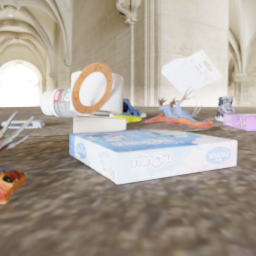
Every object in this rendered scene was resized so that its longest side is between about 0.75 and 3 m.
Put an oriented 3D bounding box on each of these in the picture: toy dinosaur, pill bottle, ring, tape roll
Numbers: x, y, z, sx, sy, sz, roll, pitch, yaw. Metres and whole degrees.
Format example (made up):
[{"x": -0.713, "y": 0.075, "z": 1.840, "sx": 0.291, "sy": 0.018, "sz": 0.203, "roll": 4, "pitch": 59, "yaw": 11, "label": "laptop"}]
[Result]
[{"x": 2.191, "y": -0.394, "z": 11.270, "sx": 1.412, "sy": 2.690, "sz": 2.441, "roll": 14, "pitch": 32, "yaw": -32, "label": "toy dinosaur"}, {"x": -2.233, "y": 0.366, "z": 3.618, "sx": 1.532, "sy": 2.918, "sz": 2.648, "roll": 27, "pitch": 19, "yaw": -35, "label": "toy dinosaur"}, {"x": -3.556, "y": -1.485, "z": 16.766, "sx": 2.991, "sy": 1.703, "sz": 1.703, "roll": 1, "pitch": 6, "yaw": 16, "label": "pill bottle"}, {"x": -1.107, "y": -1.197, "z": 8.609, "sx": 0.163, "sy": 1.697, "sz": 1.697, "roll": 31, "pitch": 22, "yaw": 31, "label": "ring"}, {"x": -1.136, "y": -1.227, "z": 10.271, "sx": 1.928, "sy": 1.324, "sz": 1.928, "roll": 3, "pitch": -2, "yaw": 0, "label": "tape roll"}]

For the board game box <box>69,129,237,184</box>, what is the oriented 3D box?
[{"x": 0.297, "y": 0.344, "z": 4.724, "sx": 2.063, "sy": 0.447, "sz": 2.053, "roll": -3, "pitch": 8, "yaw": -28, "label": "board game box"}]

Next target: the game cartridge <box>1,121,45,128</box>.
[{"x": -3.967, "y": -0.141, "z": 10.715, "sx": 1.390, "sy": 0.284, "sz": 0.925, "roll": 0, "pitch": 2, "yaw": -5, "label": "game cartridge"}]

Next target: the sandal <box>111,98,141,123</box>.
[{"x": -0.028, "y": -0.844, "z": 13.312, "sx": 1.061, "sy": 1.162, "sz": 2.669, "roll": 0, "pitch": 4, "yaw": 16, "label": "sandal"}]

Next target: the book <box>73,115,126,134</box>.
[{"x": -1.070, "y": -0.156, "z": 9.777, "sx": 1.641, "sy": 0.590, "sz": 2.457, "roll": 1, "pitch": 3, "yaw": -11, "label": "book"}]

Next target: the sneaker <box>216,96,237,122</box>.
[{"x": 4.822, "y": -0.944, "z": 13.618, "sx": 0.832, "sy": 1.254, "sz": 2.204, "roll": 0, "pitch": 6, "yaw": 0, "label": "sneaker"}]

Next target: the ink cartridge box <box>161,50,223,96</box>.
[{"x": 2.654, "y": -2.338, "z": 11.695, "sx": 1.988, "sy": 0.470, "sz": 1.591, "roll": -25, "pitch": -55, "yaw": 38, "label": "ink cartridge box"}]

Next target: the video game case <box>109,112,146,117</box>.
[{"x": -0.092, "y": -0.877, "z": 17.963, "sx": 2.181, "sy": 0.264, "sz": 2.396, "roll": 0, "pitch": 5, "yaw": -3, "label": "video game case"}]

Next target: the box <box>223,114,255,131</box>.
[{"x": 4.776, "y": -0.242, "z": 10.492, "sx": 1.654, "sy": 0.472, "sz": 2.417, "roll": 0, "pitch": 6, "yaw": 1, "label": "box"}]
